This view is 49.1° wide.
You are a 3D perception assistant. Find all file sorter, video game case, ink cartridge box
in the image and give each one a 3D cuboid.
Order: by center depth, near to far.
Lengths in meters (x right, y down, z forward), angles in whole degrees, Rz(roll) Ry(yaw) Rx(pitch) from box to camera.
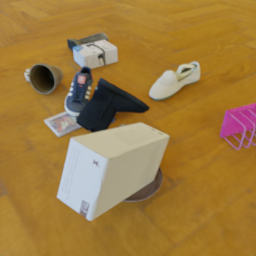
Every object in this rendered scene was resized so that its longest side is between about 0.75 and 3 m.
[{"bbox_3d":[3.970,-0.036,9.054,1.517,1.055,0.952,-14,41,-17],"label":"file sorter"},{"bbox_3d":[-2.295,-0.169,9.982,0.985,0.124,1.081,-26,46,-29],"label":"video game case"},{"bbox_3d":[-1.596,-3.590,13.706,1.800,0.758,1.302,-22,44,-25],"label":"ink cartridge box"}]

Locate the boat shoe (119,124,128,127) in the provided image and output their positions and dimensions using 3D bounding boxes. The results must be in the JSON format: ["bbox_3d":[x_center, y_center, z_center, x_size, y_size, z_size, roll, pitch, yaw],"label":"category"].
[{"bbox_3d":[-0.154,0.066,9.374,0.280,0.306,0.818,-24,21,12],"label":"boat shoe"}]

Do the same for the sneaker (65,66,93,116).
[{"bbox_3d":[-1.852,-1.504,10.741,0.908,1.024,2.423,11,44,-10],"label":"sneaker"}]

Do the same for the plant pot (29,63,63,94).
[{"bbox_3d":[-3.308,-2.135,11.715,1.254,1.254,1.088,12,24,14],"label":"plant pot"}]

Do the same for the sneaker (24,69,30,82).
[{"bbox_3d":[-4.248,-2.397,12.529,0.620,0.380,0.952,-15,30,-4],"label":"sneaker"}]

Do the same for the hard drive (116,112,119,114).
[{"bbox_3d":[-0.531,-1.071,10.797,0.996,0.198,1.510,-23,40,-29],"label":"hard drive"}]

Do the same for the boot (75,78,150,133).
[{"bbox_3d":[-0.518,-0.466,9.412,2.102,1.767,0.803,26,8,-27],"label":"boot"}]

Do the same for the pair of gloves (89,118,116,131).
[{"bbox_3d":[-1.026,-0.211,10.044,0.913,0.129,1.136,16,40,21],"label":"pair of gloves"}]

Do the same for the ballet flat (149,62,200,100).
[{"bbox_3d":[1.974,-2.088,11.722,2.861,0.993,0.993,-28,47,-30],"label":"ballet flat"}]

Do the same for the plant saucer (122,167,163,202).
[{"bbox_3d":[0.072,1.421,7.861,1.784,0.326,1.784,0,40,0],"label":"plant saucer"}]

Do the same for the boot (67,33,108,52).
[{"bbox_3d":[-2.018,-4.490,14.973,2.093,0.759,1.903,-12,42,-25],"label":"boot"}]

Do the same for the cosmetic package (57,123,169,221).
[{"bbox_3d":[-0.208,0.842,6.722,1.082,1.486,2.923,26,18,27],"label":"cosmetic package"}]
